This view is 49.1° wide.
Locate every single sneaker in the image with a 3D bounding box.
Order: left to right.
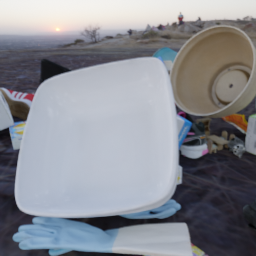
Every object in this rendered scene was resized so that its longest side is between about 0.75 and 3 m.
[{"bbox_3d":[-4.166,-1.127,11.604,2.809,1.000,1.580,23,33,34],"label":"sneaker"},{"bbox_3d":[1.434,-0.034,8.467,1.014,1.090,2.524,-13,24,-36],"label":"sneaker"},{"bbox_3d":[3.566,-0.314,9.294,1.307,0.504,0.477,34,25,15],"label":"sneaker"},{"bbox_3d":[2.351,1.653,4.696,0.976,0.562,1.871,17,21,38],"label":"sneaker"}]

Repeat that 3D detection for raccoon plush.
[{"bbox_3d":[3.259,0.556,7.924,0.869,0.420,0.582,-7,30,-21],"label":"raccoon plush"}]

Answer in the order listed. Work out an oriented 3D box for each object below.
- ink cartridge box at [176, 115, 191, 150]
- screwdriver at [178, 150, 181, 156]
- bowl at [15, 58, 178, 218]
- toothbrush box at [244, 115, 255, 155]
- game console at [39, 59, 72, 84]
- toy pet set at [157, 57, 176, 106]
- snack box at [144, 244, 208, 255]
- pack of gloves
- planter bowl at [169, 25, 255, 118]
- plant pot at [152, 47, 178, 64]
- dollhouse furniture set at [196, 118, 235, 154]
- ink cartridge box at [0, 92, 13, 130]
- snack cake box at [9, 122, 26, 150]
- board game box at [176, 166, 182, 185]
[{"bbox_3d":[0.345,-0.224,7.058,1.634,0.944,2.238,34,12,33],"label":"ink cartridge box"},{"bbox_3d":[0.831,0.847,7.490,1.436,0.200,0.209,-18,56,-26],"label":"screwdriver"},{"bbox_3d":[-0.442,0.250,5.040,2.783,1.040,2.786,-9,59,17],"label":"bowl"},{"bbox_3d":[4.136,0.116,8.079,1.482,1.079,0.638,-12,23,-31],"label":"toothbrush box"},{"bbox_3d":[-2.256,-2.096,11.594,2.428,1.413,2.135,23,30,-8],"label":"game console"},{"bbox_3d":[1.618,-2.122,11.998,1.071,2.017,1.883,-7,62,-21],"label":"toy pet set"},{"bbox_3d":[0.692,2.002,4.059,0.850,0.288,0.717,-17,27,-36],"label":"snack box"},{"bbox_3d":[-0.377,1.712,4.865,2.690,0.531,2.260,2,6,6],"label":"pack of gloves"},{"bbox_3d":[2.780,-1.419,8.351,1.746,2.594,2.594,17,4,-43],"label":"planter bowl"},{"bbox_3d":[2.534,-2.996,15.350,2.108,2.244,2.244,34,36,33],"label":"plant pot"},{"bbox_3d":[2.527,0.196,8.397,0.923,0.700,1.053,-10,22,-25],"label":"dollhouse furniture set"},{"bbox_3d":[-4.942,-0.506,9.305,1.725,1.001,2.391,-26,27,-17],"label":"ink cartridge box"},{"bbox_3d":[-3.282,0.200,8.782,0.742,0.434,1.291,-11,23,-24],"label":"snack cake box"},{"bbox_3d":[-0.045,0.851,6.770,1.593,0.405,2.369,-8,17,-23],"label":"board game box"}]
